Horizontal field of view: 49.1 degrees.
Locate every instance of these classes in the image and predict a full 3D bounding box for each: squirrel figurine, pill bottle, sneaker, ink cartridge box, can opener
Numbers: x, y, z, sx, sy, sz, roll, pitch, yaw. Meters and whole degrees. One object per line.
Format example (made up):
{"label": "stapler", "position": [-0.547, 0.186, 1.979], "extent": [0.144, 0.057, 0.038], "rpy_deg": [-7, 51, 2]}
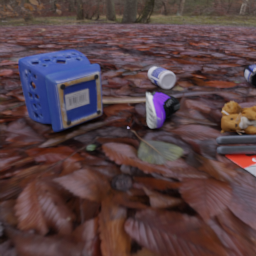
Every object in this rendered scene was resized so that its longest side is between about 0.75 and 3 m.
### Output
{"label": "squirrel figurine", "position": [3.741, -0.239, 9.326], "extent": [1.549, 1.174, 1.660], "rpy_deg": [-9, 20, -7]}
{"label": "pill bottle", "position": [6.675, -2.796, 14.733], "extent": [0.949, 0.949, 1.696], "rpy_deg": [2, 27, 5]}
{"label": "sneaker", "position": [1.339, -0.776, 10.526], "extent": [1.299, 0.908, 2.611], "rpy_deg": [0, 25, 1]}
{"label": "ink cartridge box", "position": [4.133, 0.902, 7.447], "extent": [1.923, 0.675, 2.366], "rpy_deg": [-10, 31, -21]}
{"label": "pill bottle", "position": [1.681, -2.612, 14.449], "extent": [0.911, 0.911, 1.574], "rpy_deg": [-10, 27, -20]}
{"label": "can opener", "position": [3.695, 0.523, 8.353], "extent": [2.177, 0.581, 0.728], "rpy_deg": [-2, -9, 2]}

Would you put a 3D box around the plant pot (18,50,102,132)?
{"label": "plant pot", "position": [-2.263, -1.320, 10.126], "extent": [2.381, 2.380, 2.140], "rpy_deg": [-23, 38, -35]}
